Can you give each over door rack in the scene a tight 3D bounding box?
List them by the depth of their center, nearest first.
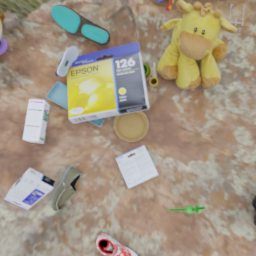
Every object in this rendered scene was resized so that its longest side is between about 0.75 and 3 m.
[{"bbox_3d":[4.147,-4.298,10.724,0.555,0.250,0.751,4,100,1],"label":"over door rack"}]

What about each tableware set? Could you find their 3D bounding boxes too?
[{"bbox_3d":[0.027,-1.649,10.016,2.091,0.321,1.409,-4,80,10],"label":"tableware set"}]

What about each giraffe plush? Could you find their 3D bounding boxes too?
[{"bbox_3d":[2.284,-2.897,9.201,2.555,2.401,2.961,-3,88,0],"label":"giraffe plush"}]

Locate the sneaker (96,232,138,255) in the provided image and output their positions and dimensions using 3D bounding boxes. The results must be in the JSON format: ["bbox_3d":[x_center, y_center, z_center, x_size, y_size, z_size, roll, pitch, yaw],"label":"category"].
[{"bbox_3d":[-0.320,3.951,8.814,1.639,0.878,0.547,35,81,6],"label":"sneaker"}]

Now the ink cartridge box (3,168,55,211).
[{"bbox_3d":[-3.156,1.983,8.874,0.913,1.835,0.360,34,37,-23],"label":"ink cartridge box"}]

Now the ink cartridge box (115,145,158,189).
[{"bbox_3d":[0.294,1.336,9.643,1.124,0.248,1.145,-24,76,-3],"label":"ink cartridge box"}]

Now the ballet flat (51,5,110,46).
[{"bbox_3d":[-1.719,-3.689,10.282,2.311,0.790,0.786,29,105,-6],"label":"ballet flat"}]

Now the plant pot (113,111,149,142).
[{"bbox_3d":[0.102,-0.103,9.951,1.243,0.171,1.243,1,78,-3],"label":"plant pot"}]

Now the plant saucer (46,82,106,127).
[{"bbox_3d":[-1.780,-0.834,10.018,2.229,0.211,0.779,28,69,5],"label":"plant saucer"}]

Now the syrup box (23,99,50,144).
[{"bbox_3d":[-3.189,-0.223,9.783,0.592,0.572,1.453,6,79,3],"label":"syrup box"}]

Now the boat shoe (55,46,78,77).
[{"bbox_3d":[-2.157,-2.292,9.714,0.453,0.419,1.226,31,72,-39],"label":"boat shoe"}]

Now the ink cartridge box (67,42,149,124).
[{"bbox_3d":[-0.782,-1.683,9.646,2.666,0.634,2.697,-11,72,10],"label":"ink cartridge box"}]

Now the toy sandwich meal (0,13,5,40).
[{"bbox_3d":[-5.451,-3.314,10.174,2.598,0.890,2.598,-2,80,14],"label":"toy sandwich meal"}]

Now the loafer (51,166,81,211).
[{"bbox_3d":[-2.047,2.056,9.306,0.538,0.581,1.546,19,79,18],"label":"loafer"}]

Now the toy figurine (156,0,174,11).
[{"bbox_3d":[1.421,-5.323,10.726,0.890,0.783,1.485,20,79,9],"label":"toy figurine"}]

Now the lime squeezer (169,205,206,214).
[{"bbox_3d":[2.007,2.644,8.989,0.516,1.463,0.276,-4,79,-42],"label":"lime squeezer"}]

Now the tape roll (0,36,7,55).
[{"bbox_3d":[-4.967,-3.118,10.525,0.754,0.248,0.754,0,79,0],"label":"tape roll"}]

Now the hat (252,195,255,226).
[{"bbox_3d":[4.569,2.424,9.161,1.727,0.697,1.727,-12,121,-20],"label":"hat"}]
